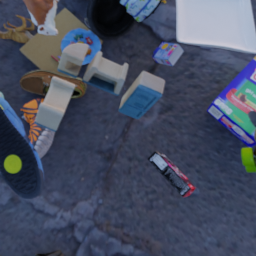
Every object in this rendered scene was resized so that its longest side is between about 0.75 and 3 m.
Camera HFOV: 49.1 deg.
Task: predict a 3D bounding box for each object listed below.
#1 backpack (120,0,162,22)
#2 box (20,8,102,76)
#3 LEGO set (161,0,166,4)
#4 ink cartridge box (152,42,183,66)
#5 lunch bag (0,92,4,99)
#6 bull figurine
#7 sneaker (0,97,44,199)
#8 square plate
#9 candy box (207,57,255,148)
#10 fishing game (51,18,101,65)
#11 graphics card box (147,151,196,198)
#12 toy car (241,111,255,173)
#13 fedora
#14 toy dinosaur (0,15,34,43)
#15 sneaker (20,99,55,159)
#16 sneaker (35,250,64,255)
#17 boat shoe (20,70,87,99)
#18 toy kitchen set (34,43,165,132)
[{"bbox_3d":[0.481,-3.960,8.304,1.330,1.411,1.730,23,61,-35],"label":"backpack"},{"bbox_3d":[-2.493,-3.068,10.528,1.973,0.257,2.414,42,80,2],"label":"box"},{"bbox_3d":[1.259,-5.567,10.944,1.018,0.824,2.213,41,80,9],"label":"LEGO set"},{"bbox_3d":[1.104,-2.177,8.221,0.580,0.325,0.850,-54,39,-6],"label":"ink cartridge box"},{"bbox_3d":[-5.747,-0.555,9.596,2.824,1.089,2.265,5,74,1],"label":"lunch bag"},{"bbox_3d":[-2.228,-3.327,7.152,1.147,0.615,1.889,-35,92,4],"label":"bull figurine"},{"bbox_3d":[-2.789,0.387,6.955,0.942,1.120,2.857,-33,82,2],"label":"sneaker"},{"bbox_3d":[2.084,-2.729,6.835,2.032,0.289,2.013,5,69,-10],"label":"square plate"},{"bbox_3d":[4.361,-0.901,9.754,2.049,0.933,2.423,43,79,11],"label":"candy box"},{"bbox_3d":[-1.749,-3.015,10.310,1.495,0.325,2.088,41,80,5],"label":"fishing game"},{"bbox_3d":[1.115,1.165,7.113,0.330,0.814,1.298,-48,68,8],"label":"graphics card box"},{"bbox_3d":[3.893,0.231,7.666,1.460,1.402,1.777,-8,65,27],"label":"toy car"},{"bbox_3d":[-0.671,-4.480,10.438,2.261,2.261,1.033,-36,45,-8],"label":"fedora"},{"bbox_3d":[-3.906,-3.497,10.647,2.388,0.721,1.268,16,104,-3],"label":"toy dinosaur"},{"bbox_3d":[-3.218,0.005,9.669,1.272,0.881,2.271,16,67,8],"label":"sneaker"},{"bbox_3d":[-2.943,4.661,8.460,2.667,0.943,1.323,-24,76,-11],"label":"sneaker"},{"bbox_3d":[-2.687,-1.483,9.796,2.394,0.814,0.861,2,121,2],"label":"boat shoe"},{"bbox_3d":[-0.740,-0.543,7.314,2.701,1.591,2.164,22,62,-13],"label":"toy kitchen set"}]
